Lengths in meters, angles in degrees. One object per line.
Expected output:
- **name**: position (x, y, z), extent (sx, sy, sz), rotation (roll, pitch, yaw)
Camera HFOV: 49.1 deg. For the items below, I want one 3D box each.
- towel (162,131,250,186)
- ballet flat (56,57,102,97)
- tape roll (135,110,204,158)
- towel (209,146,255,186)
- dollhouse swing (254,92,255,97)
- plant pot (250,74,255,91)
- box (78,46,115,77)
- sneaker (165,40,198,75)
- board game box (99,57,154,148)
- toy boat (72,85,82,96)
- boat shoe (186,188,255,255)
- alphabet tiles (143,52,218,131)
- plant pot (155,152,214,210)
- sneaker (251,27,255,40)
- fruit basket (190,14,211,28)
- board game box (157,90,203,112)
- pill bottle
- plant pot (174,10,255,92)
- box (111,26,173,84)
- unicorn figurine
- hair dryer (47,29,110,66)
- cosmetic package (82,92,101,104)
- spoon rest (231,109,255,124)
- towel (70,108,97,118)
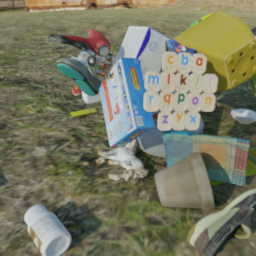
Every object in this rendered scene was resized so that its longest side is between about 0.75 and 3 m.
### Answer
- **towel**: position (2.351, 0.943, 8.710), extent (2.533, 1.858, 0.275), rotation (7, 41, 24)
- **ballet flat**: position (-1.636, -1.940, 9.690), extent (0.915, 0.865, 2.716), rotation (14, -11, 17)
- **tape roll**: position (1.598, 0.058, 11.385), extent (2.780, 0.918, 2.780), rotation (1, 30, 0)
- **towel**: position (3.863, 1.282, 9.949), extent (2.908, 0.263, 1.251), rotation (-11, 31, -17)
- **dollhouse swing**: position (7.363, -1.987, 15.109), extent (0.906, 0.823, 0.796), rotation (25, 18, 35)
- **plant pot**: position (5.453, -1.945, 11.052), extent (1.004, 0.939, 0.939), rotation (-22, 23, 23)
- **box**: position (-1.528, -3.130, 13.060), extent (1.655, 1.130, 0.312), rotation (10, 33, -43)
- **sneaker**: position (1.717, -2.177, 8.799), extent (0.915, 0.879, 2.333), rotation (-7, 36, -2)
- **board game box**: position (-0.142, -0.682, 8.572), extent (0.595, 2.130, 2.086), rotation (-5, -15, -25)
- **toy boat**: position (-2.823, -2.104, 15.495), extent (0.505, 0.506, 0.773), rotation (-12, 32, -20)
- **boat shoe**: position (2.783, 2.492, 7.291), extent (2.738, 0.978, 0.900), rotation (-19, 44, -26)
- **alphabet tiles**: position (1.317, -0.878, 6.949), extent (1.948, 1.905, 0.142), rotation (-1, 12, -17)
- **plant pot**: position (1.599, 1.672, 8.230), extent (1.438, 1.657, 1.657), rotation (-15, 29, 9)
- **sneaker**: position (5.177, -3.513, 11.332), extent (2.260, 0.927, 0.793), rotation (-25, 19, 51)
- **fruit basket**: position (3.233, -4.366, 11.887), extent (1.040, 0.750, 1.040), rotation (-15, 22, 6)
- **board game box**: position (2.826, -1.400, 14.331), extent (2.593, 0.449, 1.637), rotation (1, 31, 1)
- **pill bottle**: position (-2.113, 2.602, 7.181), extent (0.770, 0.770, 1.347), rotation (-23, 37, -33)
- **plant pot**: position (3.470, -2.631, 10.381), extent (2.238, 2.253, 2.305), rotation (-33, 38, -5)
- **box**: position (0.470, -2.822, 11.260), extent (1.220, 2.139, 2.326), rotation (18, 13, -23)
- **unicorn figurine**: position (-0.158, 1.002, 9.945), extent (1.771, 0.952, 2.579), rotation (-6, 44, -30)
- **hair dryer**: position (-1.594, -3.299, 10.444), extent (1.991, 0.710, 2.614), rotation (32, 30, -2)
- **cosmetic package**: position (-1.623, -1.789, 14.922), extent (1.500, 0.555, 0.763), rotation (-15, 33, -26)
- **spoon rest**: position (5.397, -0.326, 12.266), extent (1.165, 0.711, 2.346), rotation (-4, 31, -6)
- **towel**: position (-2.157, -0.730, 13.569), extent (1.216, 0.110, 0.523), rotation (-13, 27, -19)
